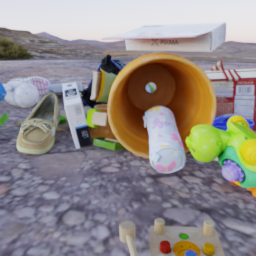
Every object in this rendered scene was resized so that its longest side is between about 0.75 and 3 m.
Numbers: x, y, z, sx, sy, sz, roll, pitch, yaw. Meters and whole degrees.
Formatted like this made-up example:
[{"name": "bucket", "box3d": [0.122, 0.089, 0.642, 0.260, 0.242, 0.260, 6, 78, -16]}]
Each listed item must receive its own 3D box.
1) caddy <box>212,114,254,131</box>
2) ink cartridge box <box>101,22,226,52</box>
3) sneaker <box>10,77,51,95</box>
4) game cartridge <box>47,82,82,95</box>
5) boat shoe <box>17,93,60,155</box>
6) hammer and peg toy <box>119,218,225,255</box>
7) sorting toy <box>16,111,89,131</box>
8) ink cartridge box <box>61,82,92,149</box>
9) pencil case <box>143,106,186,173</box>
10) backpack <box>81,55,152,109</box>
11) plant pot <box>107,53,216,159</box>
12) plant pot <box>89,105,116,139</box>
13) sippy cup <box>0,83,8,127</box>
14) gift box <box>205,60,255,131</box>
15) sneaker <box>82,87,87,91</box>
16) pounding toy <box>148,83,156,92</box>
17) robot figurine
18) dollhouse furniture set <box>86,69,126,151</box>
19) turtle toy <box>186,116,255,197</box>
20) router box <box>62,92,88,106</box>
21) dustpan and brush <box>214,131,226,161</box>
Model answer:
[{"name": "caddy", "box3d": [3.128, -0.031, 8.807, 1.583, 0.831, 1.119, -4, 19, -14]}, {"name": "ink cartridge box", "box3d": [0.895, -2.129, 6.802, 2.351, 0.526, 2.071, 11, 32, 33]}, {"name": "sneaker", "box3d": [-5.651, -2.524, 16.635, 2.571, 1.034, 1.137, 2, 10, 11]}, {"name": "game cartridge", "box3d": [-3.391, -2.087, 15.034, 1.818, 0.567, 2.730, -10, 7, -16]}, {"name": "boat shoe", "box3d": [-2.665, -0.182, 8.618, 1.060, 0.915, 2.907, 9, 26, -3]}, {"name": "hammer and peg toy", "box3d": [0.578, 1.713, 3.784, 1.427, 0.503, 1.050, 1, 19, 2]}, {"name": "sorting toy", "box3d": [-2.424, -0.363, 10.602, 2.826, 0.378, 2.106, 6, 18, 18]}, {"name": "ink cartridge box", "box3d": [-1.703, -0.583, 9.063, 0.559, 1.417, 2.850, -15, 27, -9]}, {"name": "pencil case", "box3d": [0.878, 0.234, 7.106, 0.895, 0.820, 1.972, 31, 28, -22]}, {"name": "backpack", "box3d": [-0.234, -1.214, 10.303, 2.200, 2.013, 1.617, 42, 24, 12]}, {"name": "plant pot", "box3d": [0.778, -0.847, 7.957, 2.683, 2.683, 2.456, -1, 22, -3]}, {"name": "plant pot", "box3d": [-0.785, -0.239, 9.232, 1.052, 0.963, 1.052, 0, 17, 0]}, {"name": "sippy cup", "box3d": [-4.947, -1.001, 8.754, 1.812, 1.942, 2.473, -37, -10, -2]}, {"name": "gift box", "box3d": [3.802, -1.230, 10.147, 2.141, 2.320, 2.166, 5, 19, 15]}, {"name": "sneaker", "box3d": [-1.788, -2.198, 16.092, 1.603, 0.603, 0.838, 5, 23, 29]}, {"name": "pounding toy", "box3d": [1.035, -2.251, 15.290, 1.797, 1.080, 2.327, 24, 35, -46]}, {"name": "robot figurine", "box3d": [-5.029, -1.582, 13.161, 2.094, 1.183, 1.776, 15, -5, 40]}, {"name": "dollhouse furniture set", "box3d": [-0.467, -0.521, 7.917, 0.852, 2.206, 1.102, 8, 3, 36]}, {"name": "turtle toy", "box3d": [2.268, 0.555, 5.719, 2.238, 1.131, 1.631, 32, 23, -8]}, {"name": "router box", "box3d": [-2.287, -1.443, 13.890, 1.806, 0.472, 1.420, -6, 18, -20]}, {"name": "dustpan and brush", "box3d": [2.574, 0.435, 7.965, 1.466, 0.601, 2.101, -16, 29, -19]}]
